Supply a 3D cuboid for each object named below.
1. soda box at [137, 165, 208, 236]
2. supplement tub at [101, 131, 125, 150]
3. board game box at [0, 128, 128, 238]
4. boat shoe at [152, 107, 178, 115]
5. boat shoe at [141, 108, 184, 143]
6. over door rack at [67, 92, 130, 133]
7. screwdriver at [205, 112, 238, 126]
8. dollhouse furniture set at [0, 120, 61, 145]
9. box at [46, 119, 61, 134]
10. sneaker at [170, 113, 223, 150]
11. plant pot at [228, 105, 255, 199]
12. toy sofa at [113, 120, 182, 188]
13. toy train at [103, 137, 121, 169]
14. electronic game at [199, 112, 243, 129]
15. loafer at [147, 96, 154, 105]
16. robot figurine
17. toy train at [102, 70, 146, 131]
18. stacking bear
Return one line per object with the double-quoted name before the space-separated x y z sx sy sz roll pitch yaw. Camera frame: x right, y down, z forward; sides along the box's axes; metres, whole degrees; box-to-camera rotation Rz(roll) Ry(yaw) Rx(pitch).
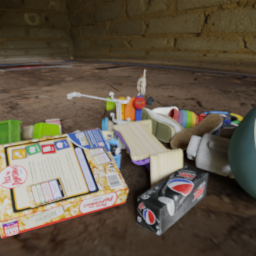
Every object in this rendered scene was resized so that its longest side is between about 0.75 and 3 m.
"soda box" 1.096 1.611 6.595 0.652 0.728 2.058 18 26 38
"supplement tub" -0.587 0.452 9.915 0.971 0.704 0.704 0 19 -3
"board game box" -1.693 1.130 6.736 2.799 0.648 2.120 -9 46 -22
"boat shoe" 1.629 -0.714 13.524 1.772 0.638 0.607 -19 11 -36
"boat shoe" 1.200 -0.119 11.337 0.901 0.984 2.634 -1 26 -35
"over door rack" -1.048 -0.428 10.745 2.463 1.820 0.820 7 24 20
"screwdriver" 4.194 -0.141 10.793 2.639 0.384 0.368 20 42 39
"dollhouse furniture set" -3.914 0.747 9.243 2.991 1.501 1.960 -8 -9 33
"box" -3.079 0.010 11.532 0.584 0.497 0.913 -6 20 -15
"sneaker" 2.500 0.350 10.113 2.039 1.106 0.715 -32 61 0
"plant pot" 3.436 0.678 6.521 2.684 2.684 1.807 -7 -14 -20
"toy sofa" 0.469 0.755 8.406 1.358 1.152 2.783 -9 21 -13
"toy train" -0.979 0.752 8.718 1.663 0.950 0.721 13 11 31
"electronic game" 4.287 -0.414 12.865 2.029 0.422 2.029 0 20 0
"loafer" 1.346 -1.577 16.346 0.368 0.356 1.049 8 25 9
"robot figurine" 2.685 0.810 8.144 1.881 1.062 1.595 16 -16 22
"toy train" -0.170 -0.955 10.796 1.557 2.691 1.139 3 -5 -5
"stacking bear" 2.579 -0.273 11.850 1.672 1.015 0.951 6 11 -8
